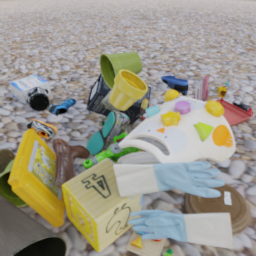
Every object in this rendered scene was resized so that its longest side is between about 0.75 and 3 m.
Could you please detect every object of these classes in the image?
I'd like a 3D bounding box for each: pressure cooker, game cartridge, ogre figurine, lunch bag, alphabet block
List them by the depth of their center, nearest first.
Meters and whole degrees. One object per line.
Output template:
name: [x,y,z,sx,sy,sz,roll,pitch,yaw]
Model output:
alphabet block: [-0.734,2.206,8.224,1.686,1.647,1.656,-30,46,-32]
game cartridge: [-2.698,1.525,8.884,0.408,2.217,2.515,-27,33,8]
ogre figurine: [-0.393,0.920,9.555,2.288,1.372,1.123,23,41,-44]
lunch bag: [-0.536,-1.128,10.834,0.789,0.655,0.940,15,60,44]
pressure cooker: [-4.664,-1.520,14.445,1.043,1.059,1.186,7,28,-29]

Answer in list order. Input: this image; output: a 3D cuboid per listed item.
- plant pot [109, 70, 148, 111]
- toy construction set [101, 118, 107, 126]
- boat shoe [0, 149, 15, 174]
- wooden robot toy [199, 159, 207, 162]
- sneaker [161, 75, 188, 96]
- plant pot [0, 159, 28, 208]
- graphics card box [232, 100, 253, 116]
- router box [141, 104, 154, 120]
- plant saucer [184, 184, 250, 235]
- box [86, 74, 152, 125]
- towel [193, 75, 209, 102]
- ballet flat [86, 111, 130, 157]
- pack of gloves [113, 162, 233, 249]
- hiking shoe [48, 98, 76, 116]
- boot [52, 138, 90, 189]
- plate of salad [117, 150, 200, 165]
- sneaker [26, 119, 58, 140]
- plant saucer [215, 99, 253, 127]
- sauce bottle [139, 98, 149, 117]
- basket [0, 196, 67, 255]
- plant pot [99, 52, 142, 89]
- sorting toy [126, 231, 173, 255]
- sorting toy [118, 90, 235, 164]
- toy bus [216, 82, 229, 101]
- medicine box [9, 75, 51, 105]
plant pot: [-0.078,-1.090,8.536,1.017,0.956,1.017,27,32,-18]
toy construction set: [-0.626,-0.043,12.181,0.762,0.827,0.991,2,-1,-38]
boat shoe: [-5.192,1.763,9.794,0.903,0.962,2.673,-13,25,48]
wooden robot toy: [2.584,0.272,11.121,1.305,1.344,2.962,17,37,-9]
sneaker: [1.815,-1.695,11.169,0.540,0.600,1.539,-15,27,-24]
plant pot: [-3.692,1.705,9.518,1.440,1.440,1.368,-9,22,-13]
graphics card box: [5.721,-0.972,13.969,0.256,0.631,1.006,-46,44,-2]
router box: [1.062,-0.777,13.939,0.959,0.234,0.861,-19,37,-16]
plant saucer: [2.879,2.466,9.051,2.103,0.310,2.103,1,36,-1]
box: [-0.415,-1.297,12.435,2.362,1.753,1.265,19,62,-18]
towel: [3.236,-1.215,12.800,0.228,2.003,1.443,15,54,0]
ballet flat: [-0.714,0.338,10.622,0.962,2.675,0.962,18,49,-22]
pack of gloves: [1.141,1.830,7.077,2.703,2.271,0.533,-5,18,25]
hiking shoe: [-1.955,-0.601,8.610,0.441,0.379,1.018,37,44,23]
boot: [-1.782,1.335,9.201,1.653,0.570,1.774,25,34,-42]
plate of salad: [0.922,0.981,8.457,2.478,2.478,0.595,2,67,2]
sneaker: [-3.939,0.082,12.456,1.573,0.616,0.607,13,45,21]
plant saucer: [4.549,-0.630,13.685,2.072,0.381,2.075,-18,38,-25]
sauce bottle: [0.642,-0.823,11.551,0.267,0.267,0.809,11,71,16]
basket: [-3.278,2.980,7.144,2.633,1.791,2.374,26,52,39]
plant pot: [-0.214,-2.335,10.751,1.324,1.394,1.394,-23,40,-22]
sorting toy: [0.752,3.281,8.000,1.392,0.205,1.029,13,36,20]
sorting toy: [1.204,0.200,8.051,2.948,1.575,2.654,21,39,36]
toy bus: [3.658,-1.454,11.037,0.356,0.690,0.651,10,73,-2]
medicine box: [-5.424,-2.158,15.546,1.632,0.840,1.486,-29,43,-36]
